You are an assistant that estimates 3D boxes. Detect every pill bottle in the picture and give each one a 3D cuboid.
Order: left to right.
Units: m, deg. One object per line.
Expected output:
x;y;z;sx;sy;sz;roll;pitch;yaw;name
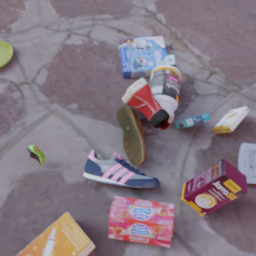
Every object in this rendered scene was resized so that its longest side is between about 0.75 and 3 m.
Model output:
1.428;-1.331;11.405;1.290;1.290;2.217;8;64;5;pill bottle

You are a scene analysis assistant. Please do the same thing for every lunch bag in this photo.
1.724;-2.720;12.049;0.468;0.767;0.653;24;48;-29;lunch bag

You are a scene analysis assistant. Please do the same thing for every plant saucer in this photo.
-6.525;-3.392;13.361;2.096;0.326;2.096;0;57;0;plant saucer

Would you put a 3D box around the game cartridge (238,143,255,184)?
4.396;1.277;9.984;0.947;0.288;1.421;8;78;-15;game cartridge

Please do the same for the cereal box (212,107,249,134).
4.035;-0.290;11.031;1.323;0.952;0.261;-43;101;-24;cereal box

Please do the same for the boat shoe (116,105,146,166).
0.288;0.256;10.635;0.841;0.897;2.492;13;50;-42;boat shoe

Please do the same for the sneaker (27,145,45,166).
-3.306;0.984;10.096;0.391;0.934;0.359;-9;35;22;sneaker

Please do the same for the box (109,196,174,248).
0.414;2.904;8.723;1.955;0.975;0.933;7;30;8;box

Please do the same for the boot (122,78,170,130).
0.709;-0.683;10.537;0.971;2.682;1.935;-37;91;-4;boot

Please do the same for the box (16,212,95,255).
-2.178;3.764;8.385;2.001;0.976;1.245;-40;66;-22;box

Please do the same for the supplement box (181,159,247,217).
2.666;1.897;8.765;0.987;1.788;0.766;40;36;-9;supplement box

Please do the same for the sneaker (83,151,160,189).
-0.188;1.440;9.645;2.703;0.948;1.109;9;82;5;sneaker

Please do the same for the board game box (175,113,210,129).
2.461;-0.252;10.795;0.953;1.262;0.296;-16;88;-8;board game box

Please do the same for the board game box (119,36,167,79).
0.728;-3.373;13.246;2.178;0.475;2.189;-5;58;-4;board game box
